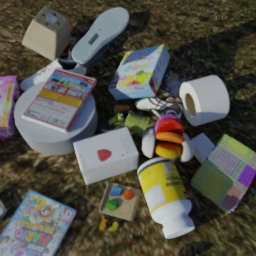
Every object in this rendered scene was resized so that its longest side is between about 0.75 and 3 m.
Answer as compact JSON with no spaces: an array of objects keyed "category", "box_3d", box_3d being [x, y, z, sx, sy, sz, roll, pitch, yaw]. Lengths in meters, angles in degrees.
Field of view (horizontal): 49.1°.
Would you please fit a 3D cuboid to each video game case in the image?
[{"category":"video game case","box_3d":[-2.484,-1.087,10.298,1.783,0.218,2.494,18,59,11]},{"category":"video game case","box_3d":[-2.924,3.315,8.560,1.736,0.216,2.426,21,60,10]}]

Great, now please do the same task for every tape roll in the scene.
[{"category":"tape roll","box_3d":[-2.679,-0.473,10.617,2.959,0.978,2.959,0,57,-1]},{"category":"tape roll","box_3d":[2.825,-1.018,10.542,1.168,1.700,1.700,-15,58,-10]}]

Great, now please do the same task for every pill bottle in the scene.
[{"category":"pill bottle","box_3d":[1.194,2.153,8.734,1.266,1.266,2.261,-14,58,-9]}]

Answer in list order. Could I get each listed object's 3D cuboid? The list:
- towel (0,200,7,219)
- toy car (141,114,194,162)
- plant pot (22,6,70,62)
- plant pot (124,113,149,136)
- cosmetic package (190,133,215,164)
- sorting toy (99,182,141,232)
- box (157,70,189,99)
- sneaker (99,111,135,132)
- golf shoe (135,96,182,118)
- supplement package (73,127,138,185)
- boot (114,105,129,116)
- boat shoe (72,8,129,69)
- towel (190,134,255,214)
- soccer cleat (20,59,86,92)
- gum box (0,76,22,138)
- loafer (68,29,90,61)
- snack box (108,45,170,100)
[{"category":"towel","box_3d":[-4.655,2.798,8.945,1.381,0.238,0.915,-35,62,-20]},{"category":"toy car","box_3d":[1.356,0.263,9.566,1.680,1.440,1.920,7,13,1]},{"category":"plant pot","box_3d":[-3.540,-4.323,12.524,1.661,1.472,1.663,28,59,-8]},{"category":"plant pot","box_3d":[0.274,-0.184,10.047,0.715,0.752,0.752,24,59,-5]},{"category":"cosmetic package","box_3d":[2.775,0.862,10.046,0.686,0.493,1.216,-27,60,-17]},{"category":"sorting toy","box_3d":[-0.323,2.582,9.086,1.166,0.210,1.566,14,58,9]},{"category":"box","box_3d":[1.878,-1.833,11.899,0.969,0.296,1.224,30,62,18]},{"category":"sneaker","box_3d":[-0.407,-0.317,10.714,1.510,0.639,0.562,-17,57,-12]},{"category":"golf shoe","box_3d":[1.195,-0.774,11.000,1.861,0.718,0.820,1,67,3]},{"category":"supplement package","box_3d":[-0.741,0.960,9.586,1.911,1.144,1.159,-17,59,-11]},{"category":"boot","box_3d":[-0.255,-0.711,11.053,0.613,0.303,0.789,-1,19,0]},{"category":"boat shoe","box_3d":[-1.011,-3.304,10.402,2.567,1.165,0.908,-43,88,1]},{"category":"towel","box_3d":[3.288,1.489,9.383,1.633,0.259,2.274,35,77,12]},{"category":"soccer cleat","box_3d":[-3.138,-2.264,11.643,2.820,1.201,0.968,-17,58,-11]},{"category":"gum box","box_3d":[-5.101,-0.754,10.860,1.476,0.860,2.600,-5,57,-3]},{"category":"loafer","box_3d":[-1.857,-3.930,12.895,1.037,0.908,2.884,20,59,13]},{"category":"snack box","box_3d":[0.471,-2.263,11.442,1.925,0.772,2.282,-3,50,34]}]
